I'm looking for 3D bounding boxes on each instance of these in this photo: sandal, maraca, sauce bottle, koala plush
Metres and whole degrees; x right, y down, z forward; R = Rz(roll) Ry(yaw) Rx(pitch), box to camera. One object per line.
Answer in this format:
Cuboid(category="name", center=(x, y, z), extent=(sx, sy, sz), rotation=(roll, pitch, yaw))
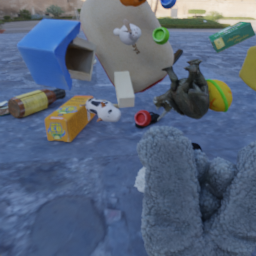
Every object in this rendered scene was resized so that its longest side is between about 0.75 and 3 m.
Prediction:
Cuboid(category="sandal", center=(0.768, -0.341, 10.250), extent=(0.508, 0.323, 1.351), rotation=(16, 28, 32))
Cuboid(category="maraca", center=(1.778, -0.706, 5.831), extent=(0.569, 0.730, 1.064), rotation=(-24, 29, 0))
Cuboid(category="sauce bottle", center=(-3.611, -1.122, 11.444), extent=(0.843, 0.843, 2.555), rotation=(16, 27, 31))
Cuboid(category="koala plush", center=(1.104, 1.181, 5.249), extent=(2.285, 2.368, 2.576), rotation=(9, 3, -3))

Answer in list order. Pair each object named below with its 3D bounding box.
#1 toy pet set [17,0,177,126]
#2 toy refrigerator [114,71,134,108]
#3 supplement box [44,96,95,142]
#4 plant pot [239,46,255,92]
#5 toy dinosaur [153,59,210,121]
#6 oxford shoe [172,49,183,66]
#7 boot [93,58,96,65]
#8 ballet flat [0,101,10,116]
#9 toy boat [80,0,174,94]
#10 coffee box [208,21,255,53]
Cuboid(category="toy pet set", center=(-0.726, -1.616, 5.748), extent=(2.657, 2.846, 1.511), rotation=(14, 9, 24))
Cuboid(category="toy refrigerator", center=(-0.098, -0.876, 6.384), extent=(0.348, 0.321, 0.918), rotation=(-6, 48, -7))
Cuboid(category="supplement box", center=(-1.934, -0.386, 9.756), extent=(0.817, 0.845, 2.457), rotation=(3, 27, 12))
Cuboid(category="plant pot", center=(3.739, -1.549, 7.301), extent=(1.369, 1.329, 1.338), rotation=(25, 29, 24))
Cuboid(category="toy dinosaur", center=(1.188, -0.633, 5.290), extent=(0.885, 1.176, 2.299), rotation=(-19, 16, -12))
Cuboid(category="oxford shoe", center=(1.403, -2.522, 10.522), extent=(1.457, 0.615, 0.529), rotation=(-37, 11, 16))
Cuboid(category="boot", center=(-1.442, -2.236, 10.136), extent=(0.939, 0.677, 0.340), rotation=(19, 49, 37))
Cuboid(category="ballet flat", center=(-4.667, -0.837, 11.147), extent=(0.514, 0.507, 1.509), rotation=(20, 31, 38))
Cuboid(category="toy boat", center=(-0.110, -2.410, 7.793), extent=(1.882, 2.885, 1.886), rotation=(-30, 11, -5))
Cuboid(category="coffee box", center=(3.513, -3.185, 9.735), extent=(1.306, 0.467, 2.124), rotation=(-23, 15, 19))
